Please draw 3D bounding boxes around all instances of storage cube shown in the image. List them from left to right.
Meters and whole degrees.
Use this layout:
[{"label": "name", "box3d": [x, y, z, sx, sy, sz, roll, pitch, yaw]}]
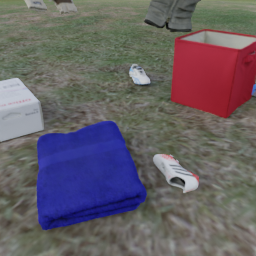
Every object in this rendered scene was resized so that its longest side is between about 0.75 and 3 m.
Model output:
[{"label": "storage cube", "box3d": [2.944, -1.954, 9.517, 2.474, 2.224, 2.115, 22, 37, 35]}]

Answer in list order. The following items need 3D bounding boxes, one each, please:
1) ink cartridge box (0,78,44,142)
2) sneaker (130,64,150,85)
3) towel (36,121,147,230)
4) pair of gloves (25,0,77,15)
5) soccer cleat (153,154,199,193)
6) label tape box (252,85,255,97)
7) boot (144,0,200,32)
[{"label": "ink cartridge box", "box3d": [-3.702, -0.581, 8.356, 1.641, 0.988, 2.259, -19, 33, -28]}, {"label": "sneaker", "box3d": [0.466, -2.192, 11.586, 0.588, 0.593, 1.637, -9, 32, -18]}, {"label": "towel", "box3d": [-0.931, 0.899, 6.192, 2.070, 0.695, 2.803, -13, 32, -9]}, {"label": "pair of gloves", "box3d": [-2.512, -4.044, 8.461, 1.845, 0.323, 1.569, -22, 75, -46]}, {"label": "soccer cleat", "box3d": [0.967, 0.983, 6.203, 0.541, 0.436, 1.269, -20, 40, -38]}, {"label": "label tape box", "box3d": [5.597, -1.474, 10.187, 1.579, 0.728, 2.204, -21, 38, -32]}, {"label": "boot", "box3d": [1.874, -3.694, 8.254, 2.742, 1.791, 0.928, 3, 14, -4]}]
